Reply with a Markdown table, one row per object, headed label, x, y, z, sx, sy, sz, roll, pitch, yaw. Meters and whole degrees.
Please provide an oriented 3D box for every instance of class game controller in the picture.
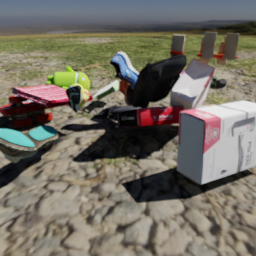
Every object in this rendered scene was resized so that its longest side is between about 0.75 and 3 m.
| label | x | y | z | sx | sy | sz | roll | pitch | yaw |
| --- | --- | --- | --- | --- | --- | --- | --- | --- | --- |
| game controller | 0.914 | -1.418 | 9.096 | 1.533 | 0.619 | 2.940 | -30 | -10 | -13 |

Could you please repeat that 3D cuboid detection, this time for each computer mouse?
| label | x | y | z | sx | sy | sz | roll | pitch | yaw |
| --- | --- | --- | --- | --- | --- | --- | --- | --- | --- |
| computer mouse | -0.119 | -0.676 | 11.369 | 1.987 | 0.524 | 1.376 | 13 | 26 | 27 |

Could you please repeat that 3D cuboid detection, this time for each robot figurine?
| label | x | y | z | sx | sy | sz | roll | pitch | yaw |
| --- | --- | --- | --- | --- | --- | --- | --- | --- | --- |
| robot figurine | -2.881 | -2.098 | 13.731 | 2.136 | 1.235 | 1.874 | -1 | 45 | -4 |

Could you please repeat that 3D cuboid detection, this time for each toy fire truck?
| label | x | y | z | sx | sy | sz | roll | pitch | yaw |
| --- | --- | --- | --- | --- | --- | --- | --- | --- | --- |
| toy fire truck | -3.989 | -0.819 | 11.068 | 2.039 | 1.143 | 1.713 | -15 | 16 | -31 |

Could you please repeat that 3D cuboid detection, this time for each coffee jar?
| label | x | y | z | sx | sy | sz | roll | pitch | yaw |
| --- | --- | --- | --- | --- | --- | --- | --- | --- | --- |
| coffee jar | 4.967 | -2.619 | 15.827 | 0.629 | 0.515 | 1.206 | -10 | 26 | -22 |

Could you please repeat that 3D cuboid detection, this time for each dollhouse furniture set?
| label | x | y | z | sx | sy | sz | roll | pitch | yaw |
| --- | --- | --- | --- | --- | --- | --- | --- | --- | --- |
| dollhouse furniture set | 2.356 | -2.292 | 8.846 | 2.048 | 1.066 | 2.070 | 8 | 10 | 11 |

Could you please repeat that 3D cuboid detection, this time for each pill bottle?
| label | x | y | z | sx | sy | sz | roll | pitch | yaw |
| --- | --- | --- | --- | --- | --- | --- | --- | --- | --- |
| pill bottle | 3.142 | -2.669 | 15.423 | 1.663 | 0.926 | 0.926 | -21 | 31 | -40 |

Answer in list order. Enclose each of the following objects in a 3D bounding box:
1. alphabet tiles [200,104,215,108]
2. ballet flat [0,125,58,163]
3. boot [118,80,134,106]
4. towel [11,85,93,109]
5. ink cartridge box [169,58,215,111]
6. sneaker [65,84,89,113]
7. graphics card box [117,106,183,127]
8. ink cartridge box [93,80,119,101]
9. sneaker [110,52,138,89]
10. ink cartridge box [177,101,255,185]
| label | x | y | z | sx | sy | sz | roll | pitch | yaw |
| --- | --- | --- | --- | --- | --- | --- | --- | --- | --- |
| alphabet tiles | 3.691 | -0.478 | 11.456 | 2.156 | 0.097 | 2.579 | -8 | 25 | -17 |
| ballet flat | -2.709 | 0.464 | 7.352 | 0.805 | 0.893 | 2.373 | 36 | 14 | 11 |
| boot | -0.025 | -1.441 | 10.922 | 0.587 | 1.565 | 0.839 | 18 | -32 | -31 |
| towel | -2.633 | -1.171 | 9.703 | 2.452 | 0.276 | 1.773 | 19 | 23 | 37 |
| ink cartridge box | 2.120 | -1.032 | 9.703 | 0.840 | 2.488 | 1.449 | 31 | 76 | 16 |
| sneaker | -1.454 | -0.991 | 8.316 | 0.644 | 0.557 | 1.426 | -43 | -2 | -22 |
| graphics card box | 0.651 | -0.355 | 9.454 | 1.497 | 0.607 | 2.385 | -5 | 2 | -20 |
| ink cartridge box | -1.034 | -1.569 | 12.557 | 1.070 | 0.353 | 1.471 | -24 | 19 | 28 |
| sneaker | -0.080 | -1.856 | 10.110 | 0.750 | 1.683 | 0.661 | -40 | 7 | -24 |
| ink cartridge box | 2.458 | 0.305 | 7.196 | 2.280 | 1.661 | 0.967 | -11 | 21 | -28 |
